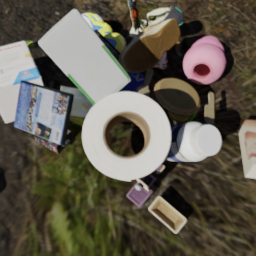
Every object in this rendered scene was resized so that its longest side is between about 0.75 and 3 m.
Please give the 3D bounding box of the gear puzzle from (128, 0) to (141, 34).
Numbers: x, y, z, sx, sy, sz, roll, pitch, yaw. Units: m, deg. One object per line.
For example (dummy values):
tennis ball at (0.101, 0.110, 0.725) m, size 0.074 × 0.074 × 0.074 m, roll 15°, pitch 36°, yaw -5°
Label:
gear puzzle at (0.316, -3.888, 10.085) m, size 0.204 × 1.557 × 0.807 m, roll -4°, pitch 29°, yaw 19°

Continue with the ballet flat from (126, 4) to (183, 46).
ballet flat at (0.814, -4.009, 10.991) m, size 2.706 × 0.988 × 0.988 m, roll -19°, pitch 43°, yaw 29°

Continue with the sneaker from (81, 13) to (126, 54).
sneaker at (-1.443, -3.755, 11.515) m, size 1.466 × 1.057 × 2.791 m, roll -37°, pitch 60°, yaw -27°

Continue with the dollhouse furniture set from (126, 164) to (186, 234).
dollhouse furniture set at (0.855, 1.610, 6.703) m, size 1.570 × 1.114 × 1.244 m, roll 39°, pitch 80°, yaw 17°

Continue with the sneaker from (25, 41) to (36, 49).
sneaker at (-4.346, -3.424, 11.749) m, size 0.895 × 0.349 × 0.381 m, roll -25°, pitch 47°, yaw -31°

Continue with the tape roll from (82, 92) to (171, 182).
tape roll at (-0.043, 0.225, 6.455) m, size 1.896 × 1.302 × 1.896 m, roll 0°, pitch 83°, yaw -1°

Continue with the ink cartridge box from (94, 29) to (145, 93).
ink cartridge box at (-0.797, -2.128, 9.927) m, size 1.385 × 0.651 × 2.947 m, roll -36°, pitch 70°, yaw -17°

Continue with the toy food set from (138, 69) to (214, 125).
toy food set at (1.393, -0.829, 8.190) m, size 2.257 × 0.453 × 1.558 m, roll 21°, pitch 48°, yaw -3°

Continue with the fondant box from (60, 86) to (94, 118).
fondant box at (-1.378, -0.776, 8.449) m, size 1.362 × 0.550 × 1.888 m, roll 8°, pitch 15°, yaw -15°

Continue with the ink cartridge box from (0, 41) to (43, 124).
ink cartridge box at (-3.826, -1.662, 9.448) m, size 1.542 × 1.502 × 2.399 m, roll -20°, pitch 53°, yaw -16°

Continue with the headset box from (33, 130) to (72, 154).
headset box at (-2.246, 0.283, 8.558) m, size 0.989 × 0.371 × 0.735 m, roll 24°, pitch 54°, yaw 19°

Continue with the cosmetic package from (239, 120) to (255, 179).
cosmetic package at (3.771, 0.611, 8.062) m, size 0.841 × 0.709 × 1.626 m, roll 5°, pitch 50°, yaw 4°

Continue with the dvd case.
dvd case at (-2.046, -0.392, 6.662) m, size 1.676 × 1.196 × 0.147 m, roll 18°, pitch 10°, yaw 28°

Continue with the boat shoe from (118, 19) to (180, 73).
boat shoe at (0.586, -2.600, 9.001) m, size 0.961 × 1.025 × 2.779 m, roll 9°, pitch 41°, yaw 46°

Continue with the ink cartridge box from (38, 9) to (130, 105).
ink cartridge box at (-1.248, -1.916, 7.533) m, size 1.152 × 2.032 × 2.772 m, roll -41°, pitch 23°, yaw 2°

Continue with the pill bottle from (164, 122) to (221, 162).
pill bottle at (1.496, 0.367, 7.129) m, size 0.969 × 1.746 × 0.969 m, roll 3°, pitch 83°, yaw -23°

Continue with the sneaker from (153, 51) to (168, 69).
sneaker at (0.765, -3.295, 11.255) m, size 1.378 × 0.903 × 2.386 m, roll -4°, pitch 51°, yaw 0°

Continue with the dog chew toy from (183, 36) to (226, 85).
dog chew toy at (2.894, -2.650, 10.419) m, size 1.473 × 1.473 × 2.366 m, roll 15°, pitch 44°, yaw 12°
